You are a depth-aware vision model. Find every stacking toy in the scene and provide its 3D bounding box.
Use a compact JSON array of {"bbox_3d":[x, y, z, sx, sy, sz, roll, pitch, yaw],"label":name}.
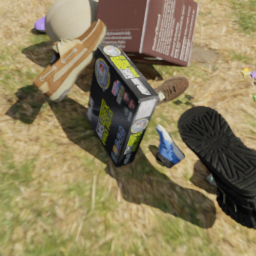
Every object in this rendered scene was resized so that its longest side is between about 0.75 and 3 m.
[{"bbox_3d":[3.757,-1.288,8.024,0.278,0.892,1.183,-25,90,-6],"label":"stacking toy"}]

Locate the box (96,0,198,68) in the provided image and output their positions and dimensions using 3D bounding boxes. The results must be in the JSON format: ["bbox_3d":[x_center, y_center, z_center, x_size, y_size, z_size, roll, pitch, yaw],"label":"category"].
[{"bbox_3d":[0.603,-3.360,9.331,2.221,2.198,2.677,16,12,41],"label":"box"}]

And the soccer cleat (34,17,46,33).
[{"bbox_3d":[-3.007,-5.194,12.635,2.827,1.034,0.964,-31,58,-22],"label":"soccer cleat"}]

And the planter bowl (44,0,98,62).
[{"bbox_3d":[-1.636,-3.403,10.199,2.374,2.374,1.598,-23,71,-17],"label":"planter bowl"}]

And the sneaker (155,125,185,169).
[{"bbox_3d":[0.825,0.472,6.718,0.622,0.429,1.117,-42,58,13],"label":"sneaker"}]

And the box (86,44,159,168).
[{"bbox_3d":[-0.334,-0.538,7.830,0.610,2.755,2.207,-16,56,-29],"label":"box"}]

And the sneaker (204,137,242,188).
[{"bbox_3d":[2.763,0.918,8.022,0.781,0.743,1.971,16,48,20],"label":"sneaker"}]

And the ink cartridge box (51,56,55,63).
[{"bbox_3d":[-2.518,-2.928,11.232,0.744,0.344,1.365,8,49,0],"label":"ink cartridge box"}]

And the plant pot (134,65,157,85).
[{"bbox_3d":[0.318,-1.878,10.358,1.513,0.208,1.513,1,40,-1],"label":"plant pot"}]

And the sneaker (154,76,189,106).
[{"bbox_3d":[1.050,-0.972,8.591,1.967,0.693,0.743,-26,18,2],"label":"sneaker"}]

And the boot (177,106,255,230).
[{"bbox_3d":[2.170,0.911,6.459,1.017,2.021,2.703,-30,46,2],"label":"boot"}]

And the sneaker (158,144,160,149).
[{"bbox_3d":[1.103,0.736,8.355,0.305,0.768,0.501,1,3,-36],"label":"sneaker"}]

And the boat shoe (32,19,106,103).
[{"bbox_3d":[-1.607,-1.978,7.714,2.659,0.982,1.006,-57,26,-9],"label":"boat shoe"}]
